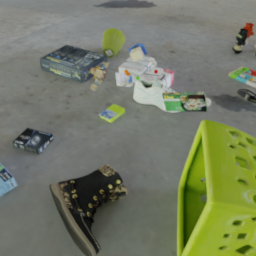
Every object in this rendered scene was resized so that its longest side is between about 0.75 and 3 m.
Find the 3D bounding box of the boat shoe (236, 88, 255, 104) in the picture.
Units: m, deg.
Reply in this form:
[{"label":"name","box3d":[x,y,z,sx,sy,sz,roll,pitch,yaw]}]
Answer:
[{"label":"boat shoe","box3d":[5.670,-1.483,13.106,1.301,0.473,0.408,30,44,26]}]

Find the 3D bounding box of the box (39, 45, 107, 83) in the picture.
[{"label":"box","box3d":[-3.005,-3.624,15.553,2.942,0.750,2.320,19,41,22]}]

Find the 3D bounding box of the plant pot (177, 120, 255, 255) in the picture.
[{"label":"plant pot","box3d":[2.828,1.863,7.102,2.615,2.882,2.868,10,39,4]}]

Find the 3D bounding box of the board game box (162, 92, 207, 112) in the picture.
[{"label":"board game box","box3d":[2.331,-1.063,11.570,1.755,0.919,0.206,4,48,26]}]

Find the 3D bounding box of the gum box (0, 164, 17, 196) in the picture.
[{"label":"gum box","box3d":[-4.877,1.836,8.842,1.709,0.448,2.011,30,49,35]}]

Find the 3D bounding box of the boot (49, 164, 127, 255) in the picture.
[{"label":"boot","box3d":[-0.935,2.203,8.113,2.015,0.979,2.676,-22,37,-24]}]

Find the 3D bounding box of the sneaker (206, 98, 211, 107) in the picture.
[{"label":"sneaker","box3d":[3.115,-1.307,12.952,1.373,0.516,0.607,16,28,10]}]

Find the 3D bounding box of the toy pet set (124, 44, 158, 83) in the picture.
[{"label":"toy pet set","box3d":[0.469,-2.828,11.955,1.387,1.295,0.737,-14,34,24]}]

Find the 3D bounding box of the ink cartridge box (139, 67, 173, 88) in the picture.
[{"label":"ink cartridge box","box3d":[1.354,-2.303,13.905,1.252,0.729,1.719,18,43,24]}]

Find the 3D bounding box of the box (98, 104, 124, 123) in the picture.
[{"label":"box","box3d":[-0.719,-0.624,12.187,0.649,0.254,1.064,26,45,28]}]

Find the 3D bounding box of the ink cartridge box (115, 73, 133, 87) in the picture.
[{"label":"ink cartridge box","box3d":[-0.268,-2.337,13.667,0.969,0.329,0.558,1,74,-37]}]

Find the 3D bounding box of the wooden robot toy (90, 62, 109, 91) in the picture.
[{"label":"wooden robot toy","box3d":[-1.297,-2.224,11.561,0.598,1.318,0.581,29,15,9]}]

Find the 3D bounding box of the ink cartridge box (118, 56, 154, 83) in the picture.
[{"label":"ink cartridge box","box3d":[0.458,-3.147,14.946,1.318,0.757,1.815,16,41,19]}]

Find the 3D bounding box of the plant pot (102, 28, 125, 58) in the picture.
[{"label":"plant pot","box3d":[-0.998,-5.017,17.007,1.400,1.400,1.496,6,53,8]}]

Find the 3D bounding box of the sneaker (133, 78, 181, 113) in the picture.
[{"label":"sneaker","box3d":[1.500,-1.477,12.538,2.758,1.105,0.970,15,45,16]}]

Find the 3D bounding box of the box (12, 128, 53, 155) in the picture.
[{"label":"box","box3d":[-3.653,0.493,10.781,1.198,0.261,0.960,14,41,17]}]

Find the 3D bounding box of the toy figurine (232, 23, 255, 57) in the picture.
[{"label":"toy figurine","box3d":[7.690,-5.267,17.156,2.141,1.513,2.174,24,43,19]}]

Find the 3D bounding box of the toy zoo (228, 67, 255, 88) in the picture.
[{"label":"toy zoo","box3d":[6.518,-2.645,14.767,1.308,0.204,1.994,-28,46,-31]}]
